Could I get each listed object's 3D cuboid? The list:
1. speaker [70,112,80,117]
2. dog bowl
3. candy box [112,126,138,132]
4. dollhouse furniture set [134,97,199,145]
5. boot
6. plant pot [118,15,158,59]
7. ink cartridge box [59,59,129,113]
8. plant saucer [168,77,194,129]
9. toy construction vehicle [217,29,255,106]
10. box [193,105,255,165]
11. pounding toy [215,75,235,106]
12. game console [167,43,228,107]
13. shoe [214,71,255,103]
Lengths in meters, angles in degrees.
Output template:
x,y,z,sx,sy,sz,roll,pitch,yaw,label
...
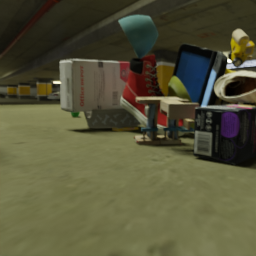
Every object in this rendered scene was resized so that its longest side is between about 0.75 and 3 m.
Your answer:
x,y,z,sx,sy,sz,roll,pitch,yaw,label
-3.374,-0.975,17.752,0.585,0.585,1.322,-1,7,-13,speaker
-0.562,-0.432,11.519,2.525,0.741,2.525,-3,4,0,dog bowl
-0.105,0.025,10.749,0.918,0.121,0.469,-6,6,-34,candy box
0.866,-0.104,7.122,1.225,1.232,1.748,-1,11,-7,dollhouse furniture set
0.941,-1.178,9.340,1.070,2.133,2.956,-14,39,-40,boot
0.471,-3.400,10.074,1.037,1.540,1.540,-28,3,8,plant pot
-1.303,-1.683,11.210,2.667,1.942,1.131,-8,13,-39,ink cartridge box
1.778,-0.780,9.412,0.300,1.934,1.934,-24,7,0,plant saucer
3.586,-1.492,8.420,0.885,2.513,2.188,-2,34,-2,toy construction vehicle
2.274,0.062,6.041,1.761,1.076,0.934,-6,11,-44,box
3.369,-1.028,11.817,2.472,2.275,1.757,-10,13,-21,pounding toy
2.202,-1.399,9.645,1.517,2.607,2.293,13,22,6,game console
2.792,-1.039,6.880,0.659,0.863,2.468,16,6,-18,shoe
